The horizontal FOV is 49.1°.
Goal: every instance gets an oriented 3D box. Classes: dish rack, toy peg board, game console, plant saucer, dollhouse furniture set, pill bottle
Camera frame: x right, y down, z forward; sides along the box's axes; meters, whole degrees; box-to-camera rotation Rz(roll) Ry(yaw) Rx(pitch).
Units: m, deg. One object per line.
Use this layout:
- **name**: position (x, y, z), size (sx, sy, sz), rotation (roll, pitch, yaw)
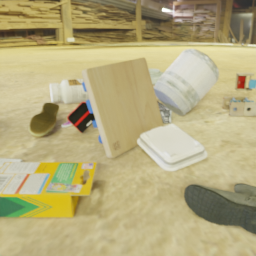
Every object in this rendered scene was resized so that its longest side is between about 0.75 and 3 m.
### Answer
- **dish rack**: position (1.342, 0.480, 8.741), size (1.632, 0.414, 1.902), rotation (-18, 35, -23)
- **toy peg board**: position (-0.389, -0.729, 9.631), size (1.357, 2.775, 2.763), rotation (-7, 12, 46)
- **game console**: position (-1.671, -0.401, 10.306), size (0.937, 0.829, 0.145), rotation (-46, 12, -5)
- **plant saucer**: position (1.475, -3.606, 19.315), size (2.712, 0.681, 2.712), rotation (-2, 24, 1)
- **dollhouse furniture set**: position (5.044, -1.516, 12.571), size (1.204, 1.718, 1.211), rotation (0, 19, 3)
- **pill bottle**: position (-2.839, -1.847, 14.198), size (2.101, 1.201, 1.201), rotation (-7, 22, -19)

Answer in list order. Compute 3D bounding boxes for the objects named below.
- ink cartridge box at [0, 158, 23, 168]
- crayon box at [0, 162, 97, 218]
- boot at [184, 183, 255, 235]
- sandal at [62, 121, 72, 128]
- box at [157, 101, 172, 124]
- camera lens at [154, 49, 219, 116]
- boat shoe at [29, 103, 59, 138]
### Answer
- **ink cartridge box**: position (-3.553, 1.119, 7.982), size (0.786, 0.160, 0.785), rotation (3, 21, 8)
- **crayon box**: position (-1.981, 1.407, 6.606), size (2.379, 0.614, 1.496), rotation (0, 21, 1)
- **boot**: position (2.342, 1.612, 6.223), size (2.029, 0.687, 1.326), rotation (17, 21, 22)
- **sandal**: position (-2.381, -0.239, 11.419), size (0.356, 0.215, 0.875), rotation (7, 22, 16)
- **box**: position (0.558, -0.765, 12.241), size (1.886, 0.595, 2.391), rotation (-6, 22, -16)
- **camera lens**: position (2.525, -2.008, 12.176), size (2.459, 1.967, 1.967), rotation (-48, 32, -3)
- **boat shoe**: position (-3.219, -0.191, 10.807), size (0.872, 0.752, 2.391), rotation (12, 28, -10)
